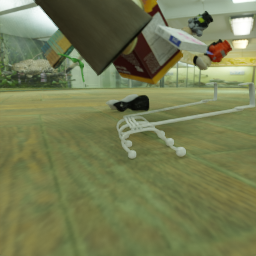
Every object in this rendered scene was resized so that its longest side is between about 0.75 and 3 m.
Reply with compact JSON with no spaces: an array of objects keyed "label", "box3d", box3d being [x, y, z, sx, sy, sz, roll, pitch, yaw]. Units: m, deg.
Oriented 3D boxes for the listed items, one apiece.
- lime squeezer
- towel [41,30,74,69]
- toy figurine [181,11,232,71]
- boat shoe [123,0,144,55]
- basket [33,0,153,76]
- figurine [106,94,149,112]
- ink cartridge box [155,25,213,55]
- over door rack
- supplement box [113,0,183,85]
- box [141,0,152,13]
[{"label":"lime squeezer","box3d":[-1.677,-2.015,8.860,0.417,1.182,0.223,-44,9,-2]},{"label":"towel","box3d":[-2.032,-3.457,10.112,0.287,2.643,1.938,37,10,-42]},{"label":"toy figurine","box3d":[2.888,-3.376,11.015,1.423,2.013,2.045,-35,12,19]},{"label":"boat shoe","box3d":[-0.046,-2.566,7.269,0.505,0.586,1.605,-20,-22,-26]},{"label":"basket","box3d":[-0.917,-2.600,6.111,1.621,2.383,2.149,-49,11,-18]},{"label":"figurine","box3d":[-0.099,-1.178,13.551,1.686,0.744,1.728,-9,12,-22]},{"label":"ink cartridge box","box3d":[1.889,-2.926,9.297,1.516,0.328,1.488,-3,36,-31]},{"label":"over door rack","box3d":[1.164,-0.155,6.266,2.780,0.926,2.054,-22,11,-2]},{"label":"supplement box","box3d":[0.295,-3.272,10.727,1.659,2.498,2.464,-45,34,-13]},{"label":"box","box3d":[-0.993,-3.692,8.396,2.990,0.620,1.780,25,47,37]}]
